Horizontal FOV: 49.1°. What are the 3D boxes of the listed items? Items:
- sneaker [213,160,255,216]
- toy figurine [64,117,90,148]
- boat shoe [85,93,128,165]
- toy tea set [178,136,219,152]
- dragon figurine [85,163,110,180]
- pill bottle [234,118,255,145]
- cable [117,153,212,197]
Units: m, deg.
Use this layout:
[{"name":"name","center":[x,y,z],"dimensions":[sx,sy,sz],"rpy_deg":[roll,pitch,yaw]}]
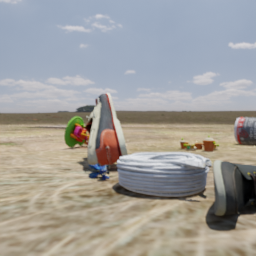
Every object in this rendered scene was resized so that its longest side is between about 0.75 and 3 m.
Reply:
[{"name":"sneaker","center":[1.649,0.733,3.684],"dimensions":[0.919,0.647,1.730],"rpy_deg":[-2,0,25]},{"name":"toy figurine","center":[-1.418,0.425,11.036],"dimensions":[1.542,1.258,1.675],"rpy_deg":[15,-17,22]},{"name":"boat shoe","center":[-0.704,-0.056,7.504],"dimensions":[0.926,1.054,2.961],"rpy_deg":[-15,34,-3]},{"name":"toy tea set","center":[2.573,0.541,10.342],"dimensions":[1.482,0.549,0.881],"rpy_deg":[1,2,21]},{"name":"dragon figurine","center":[-0.656,0.865,5.639],"dimensions":[0.873,0.257,0.434],"rpy_deg":[3,3,35]},{"name":"pill bottle","center":[5.796,0.154,12.130],"dimensions":[2.062,1.195,1.195],"rpy_deg":[2,3,38]},{"name":"cable","center":[0.599,0.752,4.928],"dimensions":[1.586,0.549,1.586],"rpy_deg":[-1,1,9]}]
